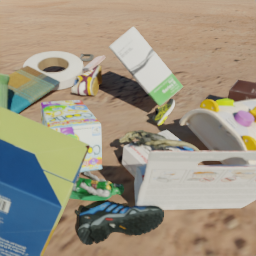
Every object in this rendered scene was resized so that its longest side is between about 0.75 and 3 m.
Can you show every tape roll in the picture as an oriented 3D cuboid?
[{"bbox_3d":[-3.115,-2.460,11.771,2.452,0.448,2.452,3,44,-3],"label":"tape roll"}]

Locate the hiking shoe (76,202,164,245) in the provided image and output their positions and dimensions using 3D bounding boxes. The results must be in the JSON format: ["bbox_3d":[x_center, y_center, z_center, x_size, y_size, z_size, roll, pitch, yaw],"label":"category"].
[{"bbox_3d":[-0.152,1.645,5.348,1.655,0.616,0.718,-6,33,-10],"label":"hiking shoe"}]

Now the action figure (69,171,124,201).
[{"bbox_3d":[-0.937,1.272,6.159,1.697,0.464,1.003,6,21,1],"label":"action figure"}]

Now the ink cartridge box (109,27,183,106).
[{"bbox_3d":[0.558,-1.995,9.181,1.001,2.381,1.738,-40,9,8],"label":"ink cartridge box"}]

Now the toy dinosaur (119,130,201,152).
[{"bbox_3d":[0.666,0.355,6.347,2.095,0.497,0.923,13,11,21],"label":"toy dinosaur"}]

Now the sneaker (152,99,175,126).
[{"bbox_3d":[1.087,-0.548,8.637,0.410,0.968,0.360,34,-12,-7],"label":"sneaker"}]

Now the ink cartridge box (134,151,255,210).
[{"bbox_3d":[1.303,0.759,4.776,2.275,2.842,0.672,0,60,-2],"label":"ink cartridge box"}]

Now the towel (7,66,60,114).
[{"bbox_3d":[-3.908,-1.383,10.087,1.773,0.262,2.417,28,47,18],"label":"towel"}]

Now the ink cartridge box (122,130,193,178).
[{"bbox_3d":[0.709,0.715,6.857,1.409,0.594,1.029,-19,41,-31],"label":"ink cartridge box"}]

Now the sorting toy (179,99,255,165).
[{"bbox_3d":[2.933,-0.008,6.713,2.222,1.319,2.469,-18,51,-25],"label":"sorting toy"}]

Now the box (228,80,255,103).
[{"bbox_3d":[3.917,-0.771,8.864,1.302,1.080,1.069,17,35,28],"label":"box"}]

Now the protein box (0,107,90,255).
[{"bbox_3d":[-1.984,0.983,4.456,2.005,2.019,1.362,24,34,-6],"label":"protein box"}]

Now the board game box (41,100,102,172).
[{"bbox_3d":[-1.469,0.125,6.942,1.143,1.123,2.180,-6,21,-20],"label":"board game box"}]

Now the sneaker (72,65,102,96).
[{"bbox_3d":[-1.625,-1.966,11.199,0.973,0.809,2.159,2,29,3],"label":"sneaker"}]

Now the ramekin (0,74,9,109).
[{"bbox_3d":[-4.625,-0.892,7.892,2.433,1.188,2.433,-1,6,0],"label":"ramekin"}]

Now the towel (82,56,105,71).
[{"bbox_3d":[-1.394,-2.602,11.291,0.872,0.147,0.913,-43,24,-14],"label":"towel"}]

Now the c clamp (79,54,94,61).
[{"bbox_3d":[-2.342,-3.697,14.684,1.035,0.164,1.212,5,32,8],"label":"c clamp"}]
